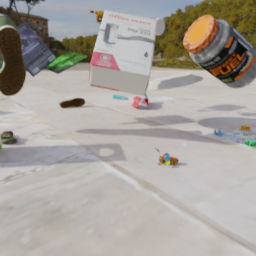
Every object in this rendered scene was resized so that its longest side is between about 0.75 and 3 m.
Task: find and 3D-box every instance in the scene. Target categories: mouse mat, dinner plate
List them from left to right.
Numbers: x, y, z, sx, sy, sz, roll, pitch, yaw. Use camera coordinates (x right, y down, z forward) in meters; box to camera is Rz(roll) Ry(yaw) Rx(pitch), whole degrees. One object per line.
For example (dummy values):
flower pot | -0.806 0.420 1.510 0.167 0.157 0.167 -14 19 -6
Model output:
mouse mat | -2.716 -2.835 11.988 1.564 0.073 1.944 -36 35 -20
dinner plate | 1.771 -1.987 11.725 2.675 0.324 2.675 -9 14 2

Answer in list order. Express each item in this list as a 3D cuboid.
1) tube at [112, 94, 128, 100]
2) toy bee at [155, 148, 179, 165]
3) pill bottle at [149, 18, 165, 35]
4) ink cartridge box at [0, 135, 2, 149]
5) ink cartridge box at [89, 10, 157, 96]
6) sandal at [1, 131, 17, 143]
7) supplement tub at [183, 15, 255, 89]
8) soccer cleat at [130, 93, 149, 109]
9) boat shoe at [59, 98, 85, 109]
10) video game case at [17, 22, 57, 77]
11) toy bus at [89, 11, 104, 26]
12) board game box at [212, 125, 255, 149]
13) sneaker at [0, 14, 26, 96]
tube | -0.517 -2.069 19.155 1.160 0.292 0.449 13 33 28
toy bee | 1.029 0.906 7.996 0.753 0.409 0.493 29 14 11
pill bottle | 0.973 -4.503 12.417 0.705 0.705 1.212 -13 26 -39
ink cartridge box | -4.499 -0.252 8.218 0.910 2.403 1.776 -3 15 -9
ink cartridge box | -0.124 -2.603 9.576 1.945 1.132 2.670 10 58 -2
sandal | -4.405 0.273 10.159 0.538 0.387 1.355 -9 17 -30
supplement tub | 3.610 -2.872 10.724 2.905 1.780 1.780 26 2 -28
soccer cleat | 0.851 -1.633 16.629 0.987 0.861 2.582 19 19 8
boat shoe | -3.304 -1.481 16.417 1.548 0.558 0.557 -15 22 -26
video game case | -4.088 -3.238 11.561 1.367 1.914 0.182 -49 17 -27
toy bus | -1.126 -4.765 12.228 1.110 0.574 1.047 -10 25 -40
board game box | 4.451 0.276 10.444 1.828 0.237 1.829 -7 17 -27
sneaker | -4.313 -2.626 10.027 0.992 2.960 1.329 -11 56 -28
